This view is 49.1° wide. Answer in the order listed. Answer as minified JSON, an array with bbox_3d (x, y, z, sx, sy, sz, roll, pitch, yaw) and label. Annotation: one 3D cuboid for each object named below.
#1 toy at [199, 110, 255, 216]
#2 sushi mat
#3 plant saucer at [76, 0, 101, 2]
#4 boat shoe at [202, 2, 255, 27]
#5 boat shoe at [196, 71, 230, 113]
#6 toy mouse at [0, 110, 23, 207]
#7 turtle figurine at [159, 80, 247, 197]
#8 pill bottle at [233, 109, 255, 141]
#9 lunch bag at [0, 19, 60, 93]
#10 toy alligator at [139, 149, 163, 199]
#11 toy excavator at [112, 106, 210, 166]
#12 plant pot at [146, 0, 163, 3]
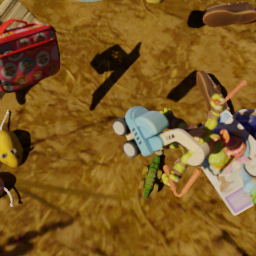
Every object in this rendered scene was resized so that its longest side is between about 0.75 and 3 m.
[{"bbox_3d":[2.209,0.577,6.164,1.313,0.538,2.281,-35,49,9],"label":"toy"},{"bbox_3d":[-2.724,-1.604,6.029,0.139,1.101,2.300,20,75,50],"label":"sushi mat"},{"bbox_3d":[-1.499,-6.058,10.981,2.633,0.507,2.633,0,66,0],"label":"plant saucer"},{"bbox_3d":[3.553,-4.102,9.981,2.000,0.704,0.703,-5,66,-11],"label":"boat shoe"},{"bbox_3d":[2.597,-1.064,8.634,0.567,0.567,1.612,-17,74,-3],"label":"boat shoe"},{"bbox_3d":[-4.202,1.055,7.627,2.611,0.569,2.938,-24,67,-11],"label":"toy mouse"},{"bbox_3d":[1.256,0.104,5.533,0.774,1.937,2.402,33,84,-31],"label":"turtle figurine"},{"bbox_3d":[3.150,0.604,7.515,1.167,1.167,2.017,21,67,10],"label":"pill bottle"},{"bbox_3d":[-1.614,-1.159,4.280,0.463,0.995,1.129,33,50,30],"label":"lunch bag"},{"bbox_3d":[0.675,1.165,7.688,0.510,0.370,1.540,14,66,6],"label":"toy alligator"},{"bbox_3d":[0.537,0.128,4.663,0.652,1.306,1.270,-27,90,-44],"label":"toy excavator"},{"bbox_3d":[0.764,-3.808,7.775,0.837,0.594,0.837,2,30,-1],"label":"plant pot"}]
